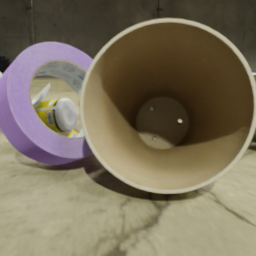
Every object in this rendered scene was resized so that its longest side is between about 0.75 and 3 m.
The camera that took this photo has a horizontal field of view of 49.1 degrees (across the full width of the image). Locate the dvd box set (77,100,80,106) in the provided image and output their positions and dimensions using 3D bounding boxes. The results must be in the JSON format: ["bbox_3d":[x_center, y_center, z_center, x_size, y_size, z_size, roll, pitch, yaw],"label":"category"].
[{"bbox_3d":[-0.904,-0.735,10.279,1.206,0.242,1.649,10,3,-44],"label":"dvd box set"}]

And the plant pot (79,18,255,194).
[{"bbox_3d":[0.641,-0.231,5.189,2.472,2.472,2.639,1,-4,5],"label":"plant pot"}]

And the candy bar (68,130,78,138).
[{"bbox_3d":[-1.330,0.336,6.433,0.133,0.300,1.203,-43,10,16],"label":"candy bar"}]

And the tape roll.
[{"bbox_3d":[-1.303,-0.456,5.430,2.253,2.253,0.739,-12,-7,-44],"label":"tape roll"}]

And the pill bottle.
[{"bbox_3d":[-2.276,-0.277,7.628,1.614,0.907,0.907,-5,10,21],"label":"pill bottle"}]

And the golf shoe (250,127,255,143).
[{"bbox_3d":[3.532,-0.742,6.956,1.275,1.117,2.895,29,51,28],"label":"golf shoe"}]

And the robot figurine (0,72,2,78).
[{"bbox_3d":[-6.048,-1.538,11.087,2.122,1.762,2.824,6,23,12],"label":"robot figurine"}]

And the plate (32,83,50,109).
[{"bbox_3d":[-2.249,-0.676,6.932,0.786,0.127,0.788,-35,26,33],"label":"plate"}]

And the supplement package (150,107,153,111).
[{"bbox_3d":[0.569,-1.197,8.071,1.759,1.772,2.335,2,-16,9],"label":"supplement package"}]
